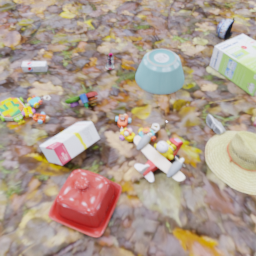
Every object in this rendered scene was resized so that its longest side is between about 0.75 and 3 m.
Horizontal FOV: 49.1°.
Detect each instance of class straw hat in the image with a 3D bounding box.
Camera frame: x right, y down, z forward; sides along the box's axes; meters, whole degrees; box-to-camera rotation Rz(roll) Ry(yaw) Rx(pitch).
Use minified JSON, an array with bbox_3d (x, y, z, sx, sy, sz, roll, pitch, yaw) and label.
[{"bbox_3d":[4.286,0.818,10.019,2.871,1.215,2.871,0,50,0],"label":"straw hat"}]

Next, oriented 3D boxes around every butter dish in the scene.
[{"bbox_3d":[-1.372,2.055,8.789,1.947,1.443,1.952,17,51,13],"label":"butter dish"}]

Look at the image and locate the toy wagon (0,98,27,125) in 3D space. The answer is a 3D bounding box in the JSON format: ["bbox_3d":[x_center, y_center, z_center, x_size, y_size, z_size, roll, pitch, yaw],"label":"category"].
[{"bbox_3d":[-4.868,-0.712,11.928,1.199,0.306,1.546,-32,56,-24],"label":"toy wagon"}]

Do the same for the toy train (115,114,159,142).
[{"bbox_3d":[0.301,-0.061,11.229,1.860,0.517,1.397,10,50,10],"label":"toy train"}]

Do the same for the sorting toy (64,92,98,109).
[{"bbox_3d":[-1.910,-1.093,11.961,1.476,0.887,0.606,-19,94,-16],"label":"sorting toy"}]

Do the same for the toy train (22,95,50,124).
[{"bbox_3d":[-3.837,-0.730,11.908,1.150,0.426,1.531,4,50,-3],"label":"toy train"}]

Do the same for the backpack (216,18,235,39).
[{"bbox_3d":[5.409,-5.515,15.673,0.803,1.042,0.993,21,58,24],"label":"backpack"}]

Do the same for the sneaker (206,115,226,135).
[{"bbox_3d":[3.573,-0.124,11.453,0.422,0.385,1.030,-6,50,-29],"label":"sneaker"}]

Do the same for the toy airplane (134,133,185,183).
[{"bbox_3d":[1.059,0.991,9.807,1.838,1.297,1.830,4,50,3],"label":"toy airplane"}]

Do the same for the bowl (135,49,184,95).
[{"bbox_3d":[1.528,-2.797,13.118,2.382,1.246,2.382,0,50,0],"label":"bowl"}]

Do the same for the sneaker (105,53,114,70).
[{"bbox_3d":[-0.929,-3.319,14.117,0.434,0.402,1.076,-2,50,-1],"label":"sneaker"}]

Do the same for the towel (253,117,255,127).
[{"bbox_3d":[6.167,-0.508,11.832,1.362,0.215,1.891,21,51,20],"label":"towel"}]

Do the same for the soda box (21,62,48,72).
[{"bbox_3d":[-4.631,-3.026,13.882,1.173,0.373,0.399,-1,49,0],"label":"soda box"}]

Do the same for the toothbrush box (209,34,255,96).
[{"bbox_3d":[5.709,-3.063,13.363,2.052,1.213,2.818,-26,53,-21],"label":"toothbrush box"}]

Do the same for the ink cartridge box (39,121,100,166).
[{"bbox_3d":[-2.094,0.522,10.147,1.760,0.734,1.277,-37,21,-30],"label":"ink cartridge box"}]
